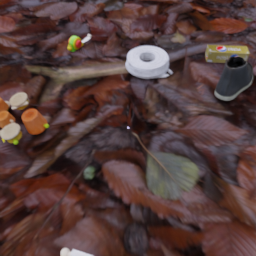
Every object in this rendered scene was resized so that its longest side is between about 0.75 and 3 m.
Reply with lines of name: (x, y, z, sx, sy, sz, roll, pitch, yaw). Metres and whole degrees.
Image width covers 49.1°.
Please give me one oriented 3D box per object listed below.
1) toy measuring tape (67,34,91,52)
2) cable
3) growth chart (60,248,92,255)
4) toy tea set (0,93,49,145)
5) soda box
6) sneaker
toy measuring tape: (-1.912, -3.463, 10.964, 0.518, 0.518, 1.408, 24, 53, 20)
cable: (0.678, -2.333, 9.932, 1.527, 0.529, 1.526, -13, 50, -11)
growth chart: (-1.027, 3.610, 4.895, 2.087, 0.256, 2.883, 21, 52, 16)
toy tea set: (-3.175, -0.280, 8.099, 1.233, 0.767, 2.073, -34, 52, -14)
soda box: (3.624, -2.707, 10.306, 1.452, 0.465, 0.492, 4, 49, 2)
sneaker: (3.637, -1.882, 9.031, 0.851, 1.209, 2.276, 27, 48, 23)
